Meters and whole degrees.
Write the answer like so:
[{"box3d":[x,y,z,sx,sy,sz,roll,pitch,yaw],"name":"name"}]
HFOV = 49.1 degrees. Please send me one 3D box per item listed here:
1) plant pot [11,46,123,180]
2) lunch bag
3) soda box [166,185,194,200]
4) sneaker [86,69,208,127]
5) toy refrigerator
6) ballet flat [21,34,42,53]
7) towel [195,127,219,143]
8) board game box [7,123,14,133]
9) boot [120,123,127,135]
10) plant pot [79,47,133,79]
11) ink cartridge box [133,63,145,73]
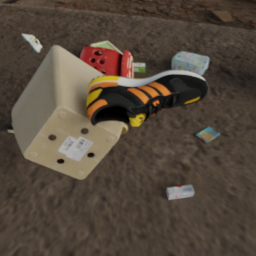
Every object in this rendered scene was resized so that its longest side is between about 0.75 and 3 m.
[{"box3d":[-1.475,-0.170,7.185,2.425,2.422,2.147,29,24,-28],"name":"plant pot"},{"box3d":[3.261,-3.345,14.562,1.796,0.692,1.440,21,43,22],"name":"lunch bag"},{"box3d":[1.623,2.015,8.765,0.821,0.260,0.280,-6,42,-7],"name":"soda box"},{"box3d":[0.399,-0.481,5.885,2.595,0.907,1.167,-2,53,4],"name":"sneaker"},{"box3d":[-0.894,-3.485,14.473,1.101,1.015,2.901,-19,45,-21],"name":"toy refrigerator"},{"box3d":[-3.798,-3.440,11.148,0.396,0.396,1.142,-31,65,-30],"name":"ballet flat"},{"box3d":[3.095,0.268,10.897,0.790,0.086,0.580,-27,47,-27],"name":"towel"},{"box3d":[-3.879,-0.064,11.211,1.628,0.191,0.853,6,39,7],"name":"board game box"},{"box3d":[-0.677,-0.389,11.280,1.651,0.601,1.283,9,42,16],"name":"boot"},{"box3d":[-0.716,-1.920,10.009,1.710,1.878,1.878,3,41,4],"name":"plant pot"},{"box3d":[0.572,-3.275,14.762,0.627,0.322,0.849,3,42,3],"name":"ink cartridge box"}]
